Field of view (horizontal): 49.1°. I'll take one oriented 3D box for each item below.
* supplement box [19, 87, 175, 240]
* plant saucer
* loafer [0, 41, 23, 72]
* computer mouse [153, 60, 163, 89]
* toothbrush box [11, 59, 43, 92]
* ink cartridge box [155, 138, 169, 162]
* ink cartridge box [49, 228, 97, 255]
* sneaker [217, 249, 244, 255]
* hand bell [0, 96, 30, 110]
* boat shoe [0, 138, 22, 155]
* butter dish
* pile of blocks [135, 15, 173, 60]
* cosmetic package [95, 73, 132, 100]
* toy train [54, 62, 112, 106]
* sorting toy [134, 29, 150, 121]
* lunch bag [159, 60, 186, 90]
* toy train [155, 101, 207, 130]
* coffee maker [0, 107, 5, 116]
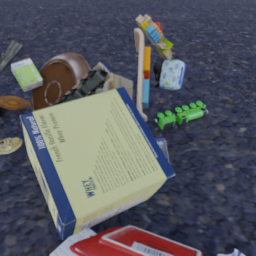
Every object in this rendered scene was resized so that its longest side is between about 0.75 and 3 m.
[{"bbox_3d":[-0.812,0.778,6.618,2.553,1.715,2.555,-20,66,-24],"label":"supplement box"},{"bbox_3d":[-2.320,-1.091,9.151,2.904,2.904,0.466,32,13,36],"label":"plant saucer"},{"bbox_3d":[-3.554,-2.127,8.272,0.352,0.403,1.120,33,58,-14],"label":"loafer"},{"bbox_3d":[1.379,-2.051,10.411,0.928,1.321,0.304,-34,57,-15],"label":"computer mouse"},{"bbox_3d":[-3.290,-1.716,9.115,0.651,0.385,0.894,-29,81,-28],"label":"toothbrush box"},{"bbox_3d":[0.642,0.828,10.300,1.570,0.373,1.588,-5,39,3],"label":"ink cartridge box"},{"bbox_3d":[-1.149,3.225,7.151,1.189,0.262,1.211,25,41,30],"label":"ink cartridge box"},{"bbox_3d":[2.217,3.437,6.704,1.575,0.593,0.694,-9,23,-21],"label":"sneaker"},{"bbox_3d":[-3.595,-0.712,7.082,2.281,1.188,1.188,3,24,-47],"label":"hand bell"},{"bbox_3d":[-2.939,0.421,6.487,0.914,0.288,0.334,-17,50,-9],"label":"boat shoe"},{"bbox_3d":[0.307,3.367,5.630,2.787,2.779,2.060,14,83,20],"label":"butter dish"},{"bbox_3d":[1.125,-3.308,10.092,0.627,2.018,0.828,-44,32,2],"label":"pile of blocks"},{"bbox_3d":[-0.543,-1.515,10.436,0.568,0.840,1.598,-5,-8,40],"label":"cosmetic package"},{"bbox_3d":[-1.302,-0.882,7.353,2.925,0.499,0.670,-27,20,48],"label":"toy train"},{"bbox_3d":[0.493,-1.518,8.874,0.467,2.558,2.368,-2,-1,4],"label":"sorting toy"},{"bbox_3d":[1.508,-1.790,9.507,0.410,0.995,0.800,7,3,-45],"label":"lunch bag"},{"bbox_3d":[2.370,-0.538,12.163,2.603,0.543,0.734,-17,49,-22],"label":"toy train"},{"bbox_3d":[-6.110,-0.916,12.484,1.039,0.728,1.081,-17,38,-21],"label":"coffee maker"}]
